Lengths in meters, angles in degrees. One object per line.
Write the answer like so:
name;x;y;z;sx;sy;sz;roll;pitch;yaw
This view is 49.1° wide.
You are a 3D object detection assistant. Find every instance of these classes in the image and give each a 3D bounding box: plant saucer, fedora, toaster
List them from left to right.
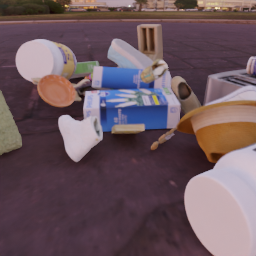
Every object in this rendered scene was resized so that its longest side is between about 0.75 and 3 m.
plant saucer;-2.110;-1.070;8.246;1.130;0.212;1.130;18;52;-25
fedora;2.340;0.205;6.372;2.521;1.028;2.521;-2;-18;-1
toaster;3.760;-0.890;8.833;2.165;1.420;2.394;-12;27;-26

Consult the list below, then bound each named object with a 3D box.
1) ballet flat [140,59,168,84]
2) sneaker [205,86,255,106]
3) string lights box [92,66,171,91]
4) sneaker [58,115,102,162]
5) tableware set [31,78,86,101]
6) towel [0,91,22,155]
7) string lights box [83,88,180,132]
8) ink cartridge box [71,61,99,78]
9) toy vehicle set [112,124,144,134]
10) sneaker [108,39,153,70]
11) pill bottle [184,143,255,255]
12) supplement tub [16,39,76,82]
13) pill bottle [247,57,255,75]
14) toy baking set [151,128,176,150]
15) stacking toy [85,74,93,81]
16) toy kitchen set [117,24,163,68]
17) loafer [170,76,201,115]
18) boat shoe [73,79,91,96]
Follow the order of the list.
ballet flat;0.993;-1.922;9.253;0.594;0.594;1.679;14;33;27
sneaker;2.520;-0.361;7.395;0.724;1.984;0.702;34;42;-21
string lights box;0.182;-1.774;10.888;2.819;0.831;1.448;6;2;12
sneaker;-1.156;0.008;7.085;0.996;0.635;1.723;-39;41;5
tableware set;-2.007;-1.321;10.276;2.838;0.329;2.370;2;19;-46
towel;-3.988;-0.455;6.777;0.515;2.823;2.094;-27;0;43
string lights box;0.071;-0.587;8.792;2.806;0.827;1.442;-3;29;-4
ink cartridge box;-1.967;-2.881;13.742;1.823;0.541;0.947;-13;3;-26
toy vehicle set;-0.035;0.037;7.650;0.755;0.161;1.215;-1;-4;-8
sneaker;0.244;-2.667;12.089;2.612;1.070;0.966;41;43;3
pill bottle;2.400;0.993;4.630;2.744;1.590;1.590;-15;29;-26
supplement tub;-3.363;-2.724;11.740;1.796;1.796;2.470;3;11;7
pill bottle;4.219;-1.866;8.628;0.949;0.549;0.549;18;31;35
toy baking set;0.928;0.303;7.218;0.823;1.072;0.125;-33;78;-18
stacking toy;-1.675;-2.435;13.380;0.870;0.505;0.478;-6;22;14
toy kitchen set;0.088;-3.370;12.969;2.082;2.303;2.552;13;34;30
loafer;1.855;-0.896;8.870;0.595;1.573;0.537;-34;12;9
boat shoe;-1.777;-1.338;10.062;1.051;0.378;0.340;-35;59;11
